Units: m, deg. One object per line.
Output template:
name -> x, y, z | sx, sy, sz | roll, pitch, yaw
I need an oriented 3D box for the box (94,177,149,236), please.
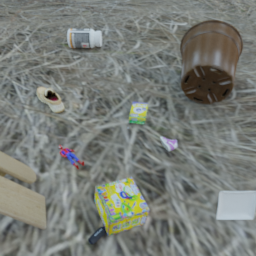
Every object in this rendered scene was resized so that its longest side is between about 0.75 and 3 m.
box -> -0.198, 2.038, 7.387 | 1.080, 0.684, 1.122 | -10, 43, -22

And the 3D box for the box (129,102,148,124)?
box -> 0.390, -0.552, 10.648 | 0.629, 0.259, 1.071 | 6, 45, 7

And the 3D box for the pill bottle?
pill bottle -> -2.242, -4.632, 14.548 | 1.670, 0.972, 0.972 | 2, 43, 2

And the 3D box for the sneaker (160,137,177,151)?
sneaker -> 1.388, 0.490, 9.373 | 0.440, 0.280, 0.773 | -24, 35, -9

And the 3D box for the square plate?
square plate -> 2.773, 1.969, 7.182 | 0.967, 0.958, 0.138 | -2, 28, 4

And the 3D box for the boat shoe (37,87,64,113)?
boat shoe -> -3.120, -1.279, 11.163 | 0.651, 0.610, 1.765 | -32, 51, -30

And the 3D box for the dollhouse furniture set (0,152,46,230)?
dollhouse furniture set -> -4.044, 1.973, 7.747 | 2.628, 2.141, 2.499 | -35, 43, 13

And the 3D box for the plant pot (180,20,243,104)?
plant pot -> 3.224, -2.512, 11.277 | 2.595, 2.595, 2.569 | 10, 51, 11

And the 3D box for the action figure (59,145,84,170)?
action figure -> -1.895, 0.891, 9.078 | 1.151, 0.297, 0.377 | 32, 54, 33

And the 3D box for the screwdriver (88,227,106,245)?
screwdriver -> -0.396, 2.472, 7.408 | 1.645, 0.229, 0.239 | -33, 23, -33
